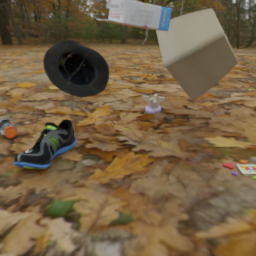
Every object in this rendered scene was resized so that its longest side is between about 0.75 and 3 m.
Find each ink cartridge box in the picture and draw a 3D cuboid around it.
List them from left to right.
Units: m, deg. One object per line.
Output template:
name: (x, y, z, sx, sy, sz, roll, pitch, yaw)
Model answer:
ink cartridge box: (0.144, -3.075, 7.596, 1.782, 0.605, 1.026, -1, 21, -27)

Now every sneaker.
sneaker: (-2.520, 0.440, 8.580, 0.968, 1.131, 2.730, 6, 21, 19)

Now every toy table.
toy table: (1.225, -1.178, 13.480, 1.061, 0.676, 1.154, 2, 20, 5)

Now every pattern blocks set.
pattern blocks set: (3.512, 1.199, 8.046, 1.257, 0.102, 1.105, -5, 22, -13)

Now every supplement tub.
supplement tub: (-4.502, 0.040, 10.432, 0.564, 0.564, 0.920, -14, 25, -33)

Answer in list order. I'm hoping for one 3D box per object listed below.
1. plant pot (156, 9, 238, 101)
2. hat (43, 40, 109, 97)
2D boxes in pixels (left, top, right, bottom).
plant pot: (2.721, -2.963, 10.751, 2.171, 2.453, 2.450, -25, 48, 25)
hat: (-1.640, -1.662, 8.646, 2.010, 2.010, 0.811, -12, -14, -30)
